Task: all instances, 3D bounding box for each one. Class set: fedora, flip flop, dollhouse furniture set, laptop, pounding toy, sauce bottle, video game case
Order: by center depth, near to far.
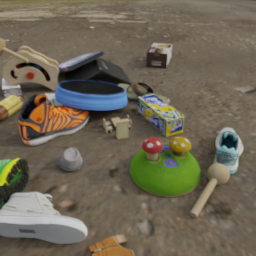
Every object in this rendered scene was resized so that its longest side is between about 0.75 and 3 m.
[{"bbox_3d":[1.221,0.846,7.331,2.501,1.160,1.930,25,39,35],"label":"pounding toy"},{"bbox_3d":[-1.627,0.846,8.018,0.763,0.390,0.863,9,30,-1],"label":"fedora"},{"bbox_3d":[-0.315,-0.161,9.506,0.906,0.642,0.986,-9,32,-15],"label":"dollhouse furniture set"},{"bbox_3d":[-4.630,-0.627,10.271,0.634,0.634,1.921,8,30,14],"label":"sauce bottle"},{"bbox_3d":[0.607,-1.495,11.637,2.485,0.715,1.008,23,38,32],"label":"flip flop"},{"bbox_3d":[-4.363,-2.356,11.904,2.947,1.685,1.691,24,23,-26],"label":"pounding toy"},{"bbox_3d":[-2.621,-3.226,13.823,1.949,0.259,2.728,-33,25,-27],"label":"video game case"},{"bbox_3d":[-1.524,-2.464,13.827,2.614,1.515,2.448,19,24,-25],"label":"laptop"}]

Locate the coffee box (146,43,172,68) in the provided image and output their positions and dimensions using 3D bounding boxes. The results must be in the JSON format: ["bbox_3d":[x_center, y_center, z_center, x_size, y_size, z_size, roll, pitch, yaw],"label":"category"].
[{"bbox_3d":[1.775,-4.123,15.888,1.152,0.814,2.039,8,32,13],"label":"coffee box"}]

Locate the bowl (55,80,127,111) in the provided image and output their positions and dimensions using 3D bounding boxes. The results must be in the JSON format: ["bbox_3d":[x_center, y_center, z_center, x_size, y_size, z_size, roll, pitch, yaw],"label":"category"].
[{"bbox_3d":[-1.405,-1.340,10.879,2.804,0.550,2.804,6,20,-2],"label":"bowl"}]

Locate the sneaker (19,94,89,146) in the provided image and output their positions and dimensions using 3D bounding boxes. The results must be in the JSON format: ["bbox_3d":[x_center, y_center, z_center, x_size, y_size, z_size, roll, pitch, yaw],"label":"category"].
[{"bbox_3d":[-2.374,-0.500,9.282,1.000,1.444,2.577,25,39,35],"label":"sneaker"}]

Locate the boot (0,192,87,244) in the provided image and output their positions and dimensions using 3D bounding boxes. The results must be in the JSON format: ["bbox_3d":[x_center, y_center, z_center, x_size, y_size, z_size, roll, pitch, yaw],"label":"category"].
[{"bbox_3d":[-1.802,1.837,6.067,2.058,0.757,0.984,4,38,8],"label":"boot"}]

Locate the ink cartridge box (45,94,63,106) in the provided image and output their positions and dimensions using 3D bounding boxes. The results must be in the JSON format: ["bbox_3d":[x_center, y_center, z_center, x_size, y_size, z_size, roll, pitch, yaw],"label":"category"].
[{"bbox_3d":[-3.030,-1.144,11.421,0.808,0.343,0.588,-2,31,-3],"label":"ink cartridge box"}]

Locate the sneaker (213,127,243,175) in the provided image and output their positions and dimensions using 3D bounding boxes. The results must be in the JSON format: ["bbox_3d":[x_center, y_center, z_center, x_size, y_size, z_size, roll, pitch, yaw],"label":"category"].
[{"bbox_3d":[3.007,0.439,8.223,0.820,0.912,2.112,8,31,17],"label":"sneaker"}]

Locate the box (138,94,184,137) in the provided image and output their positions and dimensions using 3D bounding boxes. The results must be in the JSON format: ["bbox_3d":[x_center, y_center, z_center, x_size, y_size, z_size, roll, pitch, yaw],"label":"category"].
[{"bbox_3d":[1.120,-0.509,10.057,0.723,0.664,2.065,-14,34,-21],"label":"box"}]

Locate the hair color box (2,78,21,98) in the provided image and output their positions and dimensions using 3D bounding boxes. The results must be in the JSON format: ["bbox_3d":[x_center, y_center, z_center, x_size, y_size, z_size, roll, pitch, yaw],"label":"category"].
[{"bbox_3d":[-5.197,-1.829,12.483,0.722,0.428,1.321,-11,31,-18],"label":"hair color box"}]

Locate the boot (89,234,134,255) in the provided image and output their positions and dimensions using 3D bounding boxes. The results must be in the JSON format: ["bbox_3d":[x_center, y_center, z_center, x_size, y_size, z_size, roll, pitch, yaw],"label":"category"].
[{"bbox_3d":[-0.295,2.499,5.357,0.766,0.378,0.987,-12,33,-19],"label":"boot"}]

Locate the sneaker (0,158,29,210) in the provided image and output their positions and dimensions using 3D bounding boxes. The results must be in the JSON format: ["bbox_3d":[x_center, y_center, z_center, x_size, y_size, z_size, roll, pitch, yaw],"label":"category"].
[{"bbox_3d":[-3.335,1.604,6.462,1.102,1.010,2.587,-2,21,10],"label":"sneaker"}]
